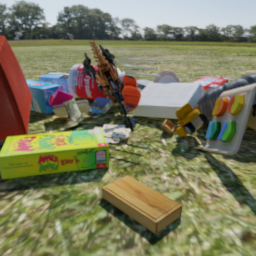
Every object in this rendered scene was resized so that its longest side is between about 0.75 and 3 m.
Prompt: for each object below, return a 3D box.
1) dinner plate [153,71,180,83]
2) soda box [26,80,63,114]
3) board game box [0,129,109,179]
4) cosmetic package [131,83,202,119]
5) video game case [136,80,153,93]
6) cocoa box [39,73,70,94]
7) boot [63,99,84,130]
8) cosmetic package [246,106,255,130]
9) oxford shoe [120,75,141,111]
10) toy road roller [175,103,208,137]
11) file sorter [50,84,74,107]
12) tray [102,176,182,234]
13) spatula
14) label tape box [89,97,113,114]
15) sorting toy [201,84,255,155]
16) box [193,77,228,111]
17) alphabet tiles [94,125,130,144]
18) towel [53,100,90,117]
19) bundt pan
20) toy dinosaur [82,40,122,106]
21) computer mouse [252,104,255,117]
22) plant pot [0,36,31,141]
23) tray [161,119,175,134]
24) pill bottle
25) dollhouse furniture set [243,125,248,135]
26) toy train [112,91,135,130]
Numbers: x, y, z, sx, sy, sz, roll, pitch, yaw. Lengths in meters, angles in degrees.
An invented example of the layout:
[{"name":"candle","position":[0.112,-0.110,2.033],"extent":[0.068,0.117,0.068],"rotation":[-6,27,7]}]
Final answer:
[{"name":"dinner plate","position":[1.577,-1.700,11.435],"extent":[1.270,1.270,0.154],"rotation":[15,16,35]},{"name":"soda box","position":[-4.085,-1.388,11.714],"extent":[2.992,1.015,0.960],"rotation":[14,24,32]},{"name":"board game box","position":[-1.783,0.591,6.988],"extent":[2.447,0.583,1.243],"rotation":[-5,21,-13]},{"name":"cosmetic package","position":[1.416,-1.052,10.474],"extent":[2.228,0.576,1.680],"rotation":[6,37,34]},{"name":"video game case","position":[0.722,-2.116,14.786],"extent":[2.246,0.289,2.471],"rotation":[-14,26,-35]},{"name":"cocoa box","position":[-3.341,-2.051,13.500],"extent":[1.492,0.995,0.979],"rotation":[6,25,18]},{"name":"boot","position":[-1.946,-0.462,9.312],"extent":[0.389,0.834,1.078],"rotation":[-15,16,27]},{"name":"cosmetic package","position":[4.853,-0.116,8.483],"extent":[1.280,0.865,2.433],"rotation":[-3,20,-9]},{"name":"oxford shoe","position":[0.036,-1.178,10.473],"extent":[0.711,0.724,1.997],"rotation":[13,40,-11]},{"name":"toy road roller","position":[1.765,-0.265,8.381],"extent":[0.682,0.811,1.111],"rotation":[-36,-2,-14]},{"name":"file sorter","position":[-2.424,-1.145,10.299],"extent":[0.567,0.816,0.512],"rotation":[21,41,-27]},{"name":"tray","position":[0.221,1.384,5.330],"extent":[0.714,0.268,1.447],"rotation":[-18,28,-40]},{"name":"spatula","position":[0.338,-1.930,8.954],"extent":[1.350,0.939,0.108],"rotation":[11,60,28]},{"name":"label tape box","position":[-1.141,-0.808,11.093],"extent":[0.668,0.308,0.932],"rotation":[13,48,31]},{"name":"sorting toy","position":[2.469,-0.231,7.058],"extent":[0.329,1.805,1.670],"rotation":[22,-3,-8]},{"name":"box","position":[3.397,-1.455,11.800],"extent":[1.129,1.081,2.265],"rotation":[11,23,28]},{"name":"alphabet tiles","position":[-0.536,0.158,8.670],"extent":[1.173,0.086,1.147],"rotation":[3,28,10]},{"name":"towel","position":[-2.048,-0.681,10.210],"extent":[1.294,0.223,0.857],"rotation":[-12,-16,-4]},{"name":"bundt pan","position":[3.419,-1.028,9.168],"extent":[2.506,0.940,2.506],"rotation":[-19,-2,-1]},{"name":"toy dinosaur","position":[-0.821,-2.168,10.968],"extent":[1.503,2.942,1.996],"rotation":[-14,50,-20]},{"name":"computer mouse","position":[3.920,-0.941,8.679],"extent":[0.251,0.766,1.091],"rotation":[9,50,24]},{"name":"plant pot","position":[-4.648,-1.343,8.603],"extent":[2.798,2.468,2.801],"rotation":[-4,36,-13]},{"name":"tray","position":[1.300,-0.047,9.059],"extent":[0.371,0.139,0.752],"rotation":[38,23,3]},{"name":"pill bottle","position":[-1.211,-2.026,12.643],"extent":[2.699,1.515,1.515],"rotation":[7,21,17]},{"name":"dollhouse furniture set","position":[3.448,-0.318,9.243],"extent":[1.021,0.666,0.964],"rotation":[11,26,21]},{"name":"toy train","position":[-0.115,-0.598,9.336],"extent":[0.329,1.436,0.245],"rotation":[-18,-10,-37]}]
